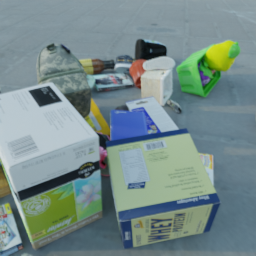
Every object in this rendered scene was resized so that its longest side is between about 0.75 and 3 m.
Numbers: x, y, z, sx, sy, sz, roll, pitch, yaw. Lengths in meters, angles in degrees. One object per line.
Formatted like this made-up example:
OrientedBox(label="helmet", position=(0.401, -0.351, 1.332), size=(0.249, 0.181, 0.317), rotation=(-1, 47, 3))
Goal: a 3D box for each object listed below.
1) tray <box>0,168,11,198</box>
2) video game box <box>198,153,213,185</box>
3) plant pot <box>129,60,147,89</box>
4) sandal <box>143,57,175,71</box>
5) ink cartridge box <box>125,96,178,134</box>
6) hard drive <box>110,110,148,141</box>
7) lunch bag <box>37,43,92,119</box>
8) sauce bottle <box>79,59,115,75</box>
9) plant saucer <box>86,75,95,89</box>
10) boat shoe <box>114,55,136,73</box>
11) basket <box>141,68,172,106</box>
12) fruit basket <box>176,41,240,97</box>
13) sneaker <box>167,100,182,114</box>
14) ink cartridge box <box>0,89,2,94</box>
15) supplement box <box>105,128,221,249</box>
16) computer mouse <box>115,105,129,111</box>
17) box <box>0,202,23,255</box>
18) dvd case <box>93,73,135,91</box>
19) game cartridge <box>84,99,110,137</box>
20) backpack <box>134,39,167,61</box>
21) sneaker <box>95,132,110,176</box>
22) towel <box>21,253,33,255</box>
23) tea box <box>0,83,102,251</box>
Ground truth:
OrientedBox(label="tray", position=(-4.704, 1.908, 8.130), size=(2.200, 0.407, 1.085), rotation=(-23, 42, -27))
OrientedBox(label="video game box", position=(1.848, 1.425, 8.786), size=(1.566, 0.402, 1.719), rotation=(9, 38, 9))
OrientedBox(label="plant pot", position=(0.694, -2.546, 13.703), size=(1.149, 1.149, 1.117), rotation=(-4, 45, -6))
OrientedBox(label="sandal", position=(1.369, -2.830, 12.473), size=(1.414, 0.575, 0.347), rotation=(-2, -8, 5))
OrientedBox(label="ink cartridge box", position=(0.961, -0.152, 10.604), size=(1.296, 0.508, 2.738), rotation=(-14, 48, -18))
OrientedBox(label="hard drive", position=(0.028, 0.081, 9.628), size=(1.273, 0.245, 1.930), rotation=(4, 39, -8))
OrientedBox(label="lunch bag", position=(-2.327, -1.488, 9.826), size=(1.683, 2.415, 2.025), rotation=(-19, 70, -16))
OrientedBox(label="sauce bottle", position=(-1.991, -3.208, 14.775), size=(2.585, 0.853, 0.853), rotation=(-7, 37, -14))
OrientedBox(label="plant saucer", position=(-2.131, -1.951, 13.217), size=(1.343, 0.241, 1.343), rotation=(-14, 47, 15))
OrientedBox(label="boat shoe", position=(0.293, -3.330, 14.634), size=(1.979, 0.700, 0.899), rotation=(5, 62, -8))
OrientedBox(label="basket", position=(1.305, -1.897, 12.584), size=(1.082, 1.345, 1.333), rotation=(10, 37, 23))
OrientedBox(label="fruit basket", position=(3.932, -2.860, 13.016), size=(2.871, 2.071, 2.871), rotation=(-16, 24, 7))
OrientedBox(label="sneaker", position=(2.112, -0.943, 12.115), size=(0.481, 0.312, 0.832), rotation=(-7, 47, -46))
OrientedBox(label="ink cartridge box", position=(-5.529, -0.211, 9.460), size=(2.695, 2.185, 0.676), rotation=(-9, 26, -13))
OrientedBox(label="supplement box", position=(0.740, 1.502, 7.263), size=(2.312, 1.552, 2.309), rotation=(-9, 47, -5))
OrientedBox(label="computer mouse", position=(0.065, -0.598, 11.534), size=(1.557, 0.411, 1.078), rotation=(27, 45, 32))
OrientedBox(label="box", position=(-3.379, 2.675, 7.178), size=(0.983, 0.271, 1.440), rotation=(-19, 40, -24))
OrientedBox(label="dvd case", position=(-0.787, -2.312, 13.943), size=(1.928, 0.212, 1.407), rotation=(-8, 36, -21))
OrientedBox(label="game cartridge", position=(-2.200, -0.167, 10.856), size=(2.493, 0.459, 2.828), rotation=(-15, 42, -18))
OrientedBox(label="backpack", position=(1.278, -4.154, 15.557), size=(1.897, 1.548, 1.459), rotation=(-6, 23, -18))
OrientedBox(label="sneaker", position=(-1.206, 0.479, 9.410), size=(2.577, 1.018, 1.229), rotation=(38, 39, 11))
OrientedBox(label="towel", position=(-1.642, 3.901, 5.509), size=(2.375, 0.426, 2.467), rotation=(10, 35, 9))
OrientedBox(label="tea box", position=(-2.213, 0.863, 7.397), size=(1.987, 2.925, 2.974), rotation=(-20, 41, -25))
